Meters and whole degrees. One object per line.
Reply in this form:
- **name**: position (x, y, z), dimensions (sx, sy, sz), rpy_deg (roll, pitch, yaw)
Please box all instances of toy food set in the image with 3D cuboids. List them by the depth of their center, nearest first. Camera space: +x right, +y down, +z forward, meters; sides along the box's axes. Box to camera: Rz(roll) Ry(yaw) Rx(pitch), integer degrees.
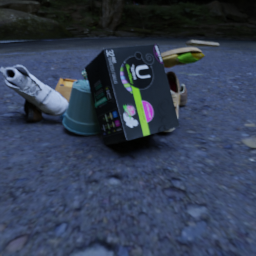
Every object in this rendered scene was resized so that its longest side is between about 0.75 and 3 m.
- **toy food set**: position (1.808, -2.496, 10.504), dimensions (1.974, 0.574, 2.860), rpy_deg (-10, 2, -38)

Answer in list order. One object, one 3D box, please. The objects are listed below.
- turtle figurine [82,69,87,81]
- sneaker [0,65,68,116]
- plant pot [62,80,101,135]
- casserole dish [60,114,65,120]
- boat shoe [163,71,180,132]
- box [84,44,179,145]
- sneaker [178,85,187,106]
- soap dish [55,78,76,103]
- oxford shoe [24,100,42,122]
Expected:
- **turtle figurine**: position (-1.531, -2.609, 15.486), dimensions (2.134, 1.435, 2.850), rpy_deg (2, 8, -19)
- **sneaker**: position (-3.720, -1.455, 10.972), dimensions (2.808, 1.055, 1.614), rpy_deg (31, -7, 12)
- **plant pot**: position (-1.561, -0.838, 10.540), dimensions (1.656, 1.622, 1.656), rpy_deg (10, 27, -5)
- **casserole dish**: position (-2.226, -0.549, 11.982), dimensions (1.487, 0.289, 0.901), rpy_deg (10, 25, 23)
- **boat shoe**: position (1.488, -1.113, 10.862), dimensions (1.030, 0.966, 2.794), rpy_deg (4, 50, 5)
- **box**: position (0.085, -1.057, 9.353), dimensions (2.110, 2.841, 1.766), rpy_deg (-15, -1, -29)
- **sneaker**: position (1.645, -1.424, 13.061), dimensions (2.562, 0.968, 0.902), rpy_deg (-14, 22, -28)
- **soap dish**: position (-2.507, -1.652, 13.203), dimensions (1.859, 0.960, 2.363), rpy_deg (7, 18, -15)
- **oxford shoe**: position (-4.063, -0.880, 12.120), dimensions (0.795, 0.684, 1.883), rpy_deg (7, 39, -32)
